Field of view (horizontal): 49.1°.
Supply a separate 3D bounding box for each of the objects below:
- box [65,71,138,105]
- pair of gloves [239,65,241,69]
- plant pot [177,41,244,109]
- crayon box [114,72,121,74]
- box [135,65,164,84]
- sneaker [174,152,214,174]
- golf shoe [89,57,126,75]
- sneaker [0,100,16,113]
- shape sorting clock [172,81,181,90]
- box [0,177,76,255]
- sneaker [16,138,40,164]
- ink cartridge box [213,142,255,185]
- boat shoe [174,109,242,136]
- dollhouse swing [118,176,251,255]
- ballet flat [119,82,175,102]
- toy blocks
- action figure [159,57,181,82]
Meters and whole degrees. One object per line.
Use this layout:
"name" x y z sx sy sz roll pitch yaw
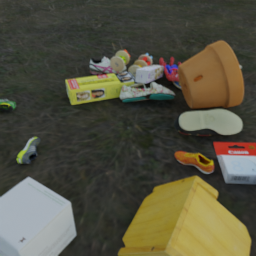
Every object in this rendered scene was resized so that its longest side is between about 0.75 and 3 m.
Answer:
"box" -1.104 -1.721 11.845 2.883 0.722 1.085 -11 37 -15
"pair of gloves" 4.095 -2.975 13.854 2.413 0.423 2.052 26 40 29
"plant pot" 3.024 -1.815 10.772 1.774 2.535 2.535 -19 37 3
"crayon box" -0.499 -2.308 13.059 0.643 0.257 1.012 -15 38 -20
"box" 0.992 -2.389 12.280 0.517 0.553 2.671 11 18 18
"sneaker" 1.984 0.918 8.403 1.288 0.497 0.470 18 42 36
"golf shoe" -0.977 -2.980 13.515 1.779 0.819 0.646 0 33 -3
"sneaker" -5.031 -0.900 11.030 1.243 0.485 0.529 13 30 3
"shape sorting clock" 2.931 -2.168 12.780 1.821 0.357 1.821 0 36 0
"box" -2.157 2.152 6.104 1.417 1.220 1.424 22 41 27
"sneaker" -3.025 0.744 8.815 0.445 0.406 1.100 15 45 8
"ink cartridge box" 3.513 0.910 8.488 1.469 0.434 1.835 1 38 2
"boat shoe" 2.720 -0.159 9.533 2.323 0.850 0.728 1 -9 -11
"dollhouse swing" 1.333 2.536 6.310 1.918 1.855 2.110 -27 17 41
"ballet flat" 0.774 -1.497 11.391 2.276 0.861 0.727 -4 81 -6
"toy blocks" 0.262 -3.314 13.758 1.730 0.754 2.075 27 41 5
"action figure" 2.060 -2.738 13.106 0.898 0.709 2.745 0 31 -7
